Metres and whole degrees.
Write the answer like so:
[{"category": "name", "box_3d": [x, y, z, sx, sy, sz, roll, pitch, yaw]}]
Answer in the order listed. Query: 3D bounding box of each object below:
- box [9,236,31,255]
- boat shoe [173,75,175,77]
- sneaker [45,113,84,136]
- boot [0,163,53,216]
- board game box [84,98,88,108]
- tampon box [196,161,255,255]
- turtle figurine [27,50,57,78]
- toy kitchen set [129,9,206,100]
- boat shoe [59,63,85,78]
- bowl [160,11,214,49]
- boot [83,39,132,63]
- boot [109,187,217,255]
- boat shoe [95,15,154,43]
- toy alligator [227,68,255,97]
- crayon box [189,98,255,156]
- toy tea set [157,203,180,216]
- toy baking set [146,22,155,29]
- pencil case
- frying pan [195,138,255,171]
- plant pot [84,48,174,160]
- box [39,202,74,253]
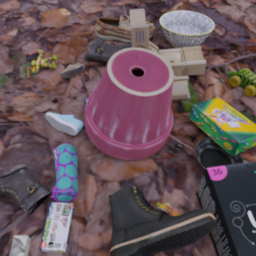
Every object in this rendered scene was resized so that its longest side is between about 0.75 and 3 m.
[{"category": "box", "box_3d": [-2.883, 3.371, 7.360, 0.401, 0.334, 0.976, -1, 52, -1]}, {"category": "boat shoe", "box_3d": [1.458, -2.021, 11.123, 1.248, 0.408, 0.459, 25, 28, -17]}, {"category": "sneaker", "box_3d": [-2.243, -0.227, 10.001, 1.542, 0.570, 0.632, 26, 46, 23]}, {"category": "boot", "box_3d": [-3.302, 1.977, 8.214, 1.762, 0.610, 1.534, -38, 62, -19]}, {"category": "board game box", "box_3d": [-1.095, -0.478, 10.279, 1.271, 0.392, 1.271, 5, 54, 3]}, {"category": "tampon box", "box_3d": [3.186, 2.387, 7.298, 1.934, 1.629, 2.580, -8, 53, -6]}, {"category": "turtle figurine", "box_3d": [-3.664, -2.709, 11.937, 1.190, 0.475, 1.475, 0, 61, 12]}, {"category": "toy kitchen set", "box_3d": [1.599, -2.753, 10.608, 2.880, 2.598, 2.349, -5, 54, 2]}, {"category": "boat shoe", "box_3d": [-2.392, -2.426, 11.796, 1.127, 0.427, 0.405, -26, 53, -29]}, {"category": "bowl", "box_3d": [2.569, -4.257, 12.652, 2.383, 1.118, 2.383, 1, 46, -1]}, {"category": "boot", "box_3d": [-0.671, -3.558, 12.406, 1.962, 0.780, 2.254, 26, 59, 18]}, {"category": "boot", "box_3d": [0.625, 2.130, 7.259, 2.851, 1.104, 1.972, -26, 47, 17]}, {"category": "boat shoe", "box_3d": [-0.177, -4.672, 13.104, 2.795, 1.004, 1.059, 0, 53, 0]}, {"category": "toy alligator", "box_3d": [5.101, -1.634, 10.988, 0.925, 0.670, 2.790, -35, 60, -23]}, {"category": "crayon box", "box_3d": [3.288, -0.108, 9.532, 1.287, 0.631, 2.167, -17, 45, -27]}, {"category": "toy tea set", "box_3d": [1.357, 2.394, 7.910, 1.121, 0.666, 0.415, 24, 62, 16]}, {"category": "toy baking set", "box_3d": [0.880, -5.004, 13.930, 1.004, 0.117, 0.771, -23, 56, -17]}, {"category": "pencil case", "box_3d": [-1.945, 1.369, 8.607, 0.795, 0.732, 1.719, 20, 43, -34]}, {"category": "frying pan", "box_3d": [3.234, 0.736, 9.311, 1.625, 0.437, 2.687, 37, 49, 19]}, {"category": "plant pot", "box_3d": [0.161, -0.862, 8.890, 2.992, 2.678, 2.992, 5, 55, -8]}, {"category": "box", "box_3d": [-1.983, 2.774, 7.882, 0.728, 0.230, 1.322, 3, 52, 2]}]
